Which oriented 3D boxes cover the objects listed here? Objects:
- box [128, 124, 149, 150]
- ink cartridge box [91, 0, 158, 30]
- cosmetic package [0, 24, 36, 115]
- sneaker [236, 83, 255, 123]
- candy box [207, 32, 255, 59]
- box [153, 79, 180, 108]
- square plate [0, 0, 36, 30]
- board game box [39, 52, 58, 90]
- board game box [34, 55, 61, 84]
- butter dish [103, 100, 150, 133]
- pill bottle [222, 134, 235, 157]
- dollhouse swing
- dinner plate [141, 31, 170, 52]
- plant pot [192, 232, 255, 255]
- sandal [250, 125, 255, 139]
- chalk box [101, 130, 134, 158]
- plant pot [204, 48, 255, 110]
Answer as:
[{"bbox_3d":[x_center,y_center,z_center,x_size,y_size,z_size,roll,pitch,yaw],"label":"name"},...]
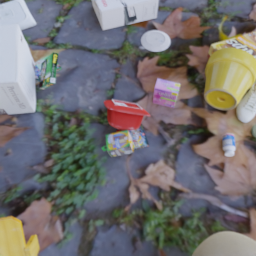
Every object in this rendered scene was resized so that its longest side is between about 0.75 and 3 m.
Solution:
[{"bbox_3d":[0.345,0.337,10.470,0.627,0.173,0.917,-14,61,-8],"label":"box"},{"bbox_3d":[-0.229,-6.085,13.521,2.819,1.187,2.038,-16,62,-9],"label":"ink cartridge box"},{"bbox_3d":[-5.165,-1.990,10.264,2.944,2.427,2.429,-5,69,-6],"label":"cosmetic package"},{"bbox_3d":[4.853,-1.143,10.929,0.739,0.859,2.029,28,65,13],"label":"sneaker"},{"bbox_3d":[5.069,-3.166,12.036,2.790,0.772,1.611,-19,58,-13],"label":"candy box"},{"bbox_3d":[1.477,-1.329,10.931,0.894,1.016,0.491,15,61,8],"label":"box"},{"bbox_3d":[-5.910,-5.417,13.661,2.233,0.318,2.212,-25,64,-14],"label":"square plate"},{"bbox_3d":[-3.059,-2.106,10.666,0.250,2.132,1.117,9,89,-27],"label":"board game box"},{"bbox_3d":[-3.691,-2.542,12.091,1.343,0.196,0.904,-33,65,-17],"label":"board game box"},{"bbox_3d":[-0.164,-0.314,10.222,1.568,1.572,1.162,10,104,-14],"label":"butter dish"},{"bbox_3d":[3.652,0.629,10.162,0.433,0.433,0.772,6,62,3],"label":"pill bottle"},{"bbox_3d":[-3.509,3.081,7.815,1.640,1.491,1.442,-8,90,-8],"label":"dollhouse swing"},{"bbox_3d":[1.277,-4.080,12.997,1.376,0.167,1.376,0,62,-1],"label":"dinner plate"},{"bbox_3d":[2.742,3.843,7.355,2.710,2.710,1.819,9,25,5],"label":"plant pot"},{"bbox_3d":[5.593,0.169,10.342,1.961,0.560,0.779,2,60,1],"label":"sandal"},{"bbox_3d":[-0.415,0.599,9.980,1.071,0.666,0.663,-12,62,7],"label":"chalk box"},{"bbox_3d":[3.766,-1.731,10.686,1.914,1.914,1.800,22,66,12],"label":"plant pot"}]
